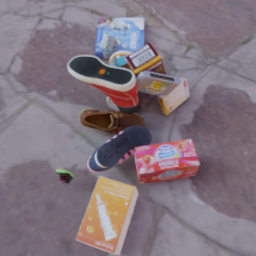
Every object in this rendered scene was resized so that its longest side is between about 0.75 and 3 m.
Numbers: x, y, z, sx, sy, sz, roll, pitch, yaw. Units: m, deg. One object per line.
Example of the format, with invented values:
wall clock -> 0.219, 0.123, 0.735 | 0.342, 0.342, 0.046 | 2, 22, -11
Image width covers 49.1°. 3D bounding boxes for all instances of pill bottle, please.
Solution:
pill bottle -> -0.224, -1.871, 11.149 | 1.290, 1.290, 2.217 | 3, 57, 1

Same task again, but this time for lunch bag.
lunch bag -> -0.906, -3.663, 11.983 | 0.468, 0.653, 0.767 | 10, 20, -32

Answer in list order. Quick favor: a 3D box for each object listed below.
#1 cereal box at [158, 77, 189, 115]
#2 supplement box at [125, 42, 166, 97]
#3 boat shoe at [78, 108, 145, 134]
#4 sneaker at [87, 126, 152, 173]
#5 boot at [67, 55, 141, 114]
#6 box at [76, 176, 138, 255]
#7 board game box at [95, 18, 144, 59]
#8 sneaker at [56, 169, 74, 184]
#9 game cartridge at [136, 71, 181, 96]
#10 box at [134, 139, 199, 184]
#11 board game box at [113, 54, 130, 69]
cereal box -> 1.805, -1.219, 10.908 | 1.323, 0.952, 0.261 | -39, 49, -15
supplement box -> 0.699, -1.974, 9.771 | 0.987, 1.788, 0.766 | -30, 64, 4
boat shoe -> -0.550, -0.193, 10.230 | 2.492, 0.841, 0.897 | 6, 96, -13
sneaker -> -0.311, 0.703, 9.650 | 2.703, 1.109, 0.948 | -23, 81, -43
boot -> -0.812, -1.396, 9.764 | 2.682, 1.935, 0.971 | 25, 68, 24
box -> -0.592, 2.715, 8.708 | 1.245, 0.976, 2.001 | 13, 66, 14
board game box -> -0.358, -4.153, 12.913 | 2.178, 0.475, 2.189 | 0, 61, 2
sneaker -> -2.045, 1.578, 9.026 | 0.359, 0.934, 0.391 | 13, 68, 23
game cartridge -> 0.921, -1.438, 9.312 | 1.421, 0.947, 0.288 | 8, 68, -20
box -> 1.227, 1.114, 9.240 | 1.955, 0.933, 0.975 | -8, 59, -3
board game box -> 0.152, -2.418, 10.108 | 1.262, 0.953, 0.296 | -20, 90, -12
